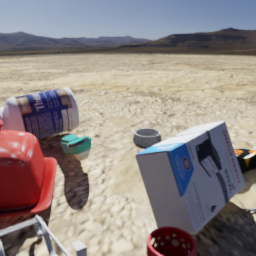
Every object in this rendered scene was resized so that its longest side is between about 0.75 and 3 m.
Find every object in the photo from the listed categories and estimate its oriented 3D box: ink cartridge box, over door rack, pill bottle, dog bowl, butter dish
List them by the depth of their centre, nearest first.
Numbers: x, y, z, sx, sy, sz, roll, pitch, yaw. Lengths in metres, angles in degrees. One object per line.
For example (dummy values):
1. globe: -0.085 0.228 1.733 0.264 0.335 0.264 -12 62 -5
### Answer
1. over door rack: -1.812 2.103 4.156 1.729 0.780 2.340 -13 2 -33
2. ink cartridge box: 1.434 0.951 6.048 2.285 1.658 0.956 -20 3 -43
3. butter dish: -3.126 0.730 6.546 2.668 1.972 2.660 -3 20 -9
4. pill bottle: -3.405 -0.403 10.086 2.957 1.641 1.641 -16 24 -26
5. dog bowl: 0.696 0.303 10.257 1.089 0.319 1.089 1 20 0

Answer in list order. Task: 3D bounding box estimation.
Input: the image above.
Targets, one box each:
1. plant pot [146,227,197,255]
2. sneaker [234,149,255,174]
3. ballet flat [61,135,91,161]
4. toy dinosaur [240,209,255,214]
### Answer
1. plant pot: 0.685 2.113 4.512 0.786 0.716 0.786 -1 20 0
2. sneaker: 3.071 0.949 8.126 1.741 0.609 0.784 -6 13 -27
3. ballet flat: -1.469 0.598 8.332 0.698 0.729 2.072 -26 11 -23
4. toy dinosaur: 3.118 1.684 6.116 1.165 0.612 1.057 10 38 -3
